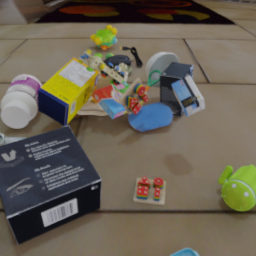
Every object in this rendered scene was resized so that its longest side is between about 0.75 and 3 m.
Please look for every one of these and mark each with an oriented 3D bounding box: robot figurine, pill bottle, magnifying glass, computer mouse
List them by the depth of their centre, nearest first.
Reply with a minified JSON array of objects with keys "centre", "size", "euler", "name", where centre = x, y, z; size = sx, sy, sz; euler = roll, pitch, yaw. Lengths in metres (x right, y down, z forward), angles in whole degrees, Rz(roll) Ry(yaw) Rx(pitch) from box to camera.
[{"centre":[3.413,1.763,8.205],"size":[1.671,0.966,1.466],"euler":[-29,47,-36],"name":"robot figurine"},{"centre":[-4.544,-1.126,11.976],"size":[1.456,1.456,2.593],"euler":[-3,36,-5],"name":"pill bottle"},{"centre":[0.954,-1.906,12.068],"size":[0.542,0.153,1.362],"euler":[32,86,24],"name":"magnifying glass"},{"centre":[-0.431,-4.290,16.763],"size":[2.482,0.571,1.743],"euler":[-9,62,-14],"name":"computer mouse"}]

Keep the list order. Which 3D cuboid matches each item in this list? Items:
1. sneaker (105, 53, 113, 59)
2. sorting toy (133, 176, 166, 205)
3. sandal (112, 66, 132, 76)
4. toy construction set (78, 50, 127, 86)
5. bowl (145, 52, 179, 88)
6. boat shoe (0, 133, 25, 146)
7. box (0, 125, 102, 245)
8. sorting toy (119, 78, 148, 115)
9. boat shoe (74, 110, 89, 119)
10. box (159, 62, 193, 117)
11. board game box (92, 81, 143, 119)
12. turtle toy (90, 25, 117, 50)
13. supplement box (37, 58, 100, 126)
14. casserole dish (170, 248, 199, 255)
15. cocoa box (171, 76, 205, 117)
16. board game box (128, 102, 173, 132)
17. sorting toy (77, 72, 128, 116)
[{"centre":[-1.147,-4.260,17.351],"size":[0.564,0.500,1.350],"euler":[-12,37,-24],"name":"sneaker"},{"centre":[0.675,1.866,8.621],"size":[0.929,0.323,0.923],"euler":[5,35,8],"name":"sorting toy"},{"centre":[-1.083,-3.094,15.352],"size":[2.952,0.842,1.172],"euler":[-27,43,-33],"name":"sandal"},{"centre":[-0.829,-2.217,10.642],"size":[1.987,0.915,1.303],"euler":[12,13,-37],"name":"toy construction set"},{"centre":[1.390,-2.714,12.576],"size":[1.695,1.695,0.762],"euler":[-18,46,-24],"name":"bowl"},{"centre":[-4.537,0.710,9.484],"size":[2.805,0.999,0.979],"euler":[-15,45,-36],"name":"boat shoe"},{"centre":[-2.349,1.467,7.975],"size":[2.420,1.445,2.461],"euler":[-18,47,-24],"name":"box"},{"centre":[0.288,-1.073,10.184],"size":[0.370,1.056,1.063],"euler":[36,81,31],"name":"sorting toy"},{"centre":[-2.234,-0.559,12.155],"size":[1.066,0.384,0.360],"euler":[7,69,-7],"name":"boat shoe"},{"centre":[2.116,-1.691,12.281],"size":[1.017,1.899,1.410],"euler":[15,41,27],"name":"box"},{"centre":[-0.393,-1.180,11.429],"size":[1.739,0.351,1.330],"euler":[-28,68,-41],"name":"board game box"},{"centre":[-1.653,-6.231,19.558],"size":[1.726,1.197,2.368],"euler":[-33,38,-5],"name":"turtle toy"},{"centre":[-2.348,-1.461,11.196],"size":[1.287,1.295,2.364],"euler":[31,53,5],"name":"supplement box"},{"centre":[1.308,3.263,6.734],"size":[0.901,0.175,0.546],"euler":[-16,38,-20],"name":"casserole dish"},{"centre":[1.820,-0.956,8.518],"size":[0.631,0.641,0.962],"euler":[-26,62,7],"name":"cocoa box"},{"centre":[0.946,-0.359,11.760],"size":[1.852,0.361,1.463],"euler":[-15,46,-3],"name":"board game box"},{"centre":[-1.453,-1.407,12.487],"size":[2.723,1.455,2.452],"euler":[4,40,2],"name":"sorting toy"}]
